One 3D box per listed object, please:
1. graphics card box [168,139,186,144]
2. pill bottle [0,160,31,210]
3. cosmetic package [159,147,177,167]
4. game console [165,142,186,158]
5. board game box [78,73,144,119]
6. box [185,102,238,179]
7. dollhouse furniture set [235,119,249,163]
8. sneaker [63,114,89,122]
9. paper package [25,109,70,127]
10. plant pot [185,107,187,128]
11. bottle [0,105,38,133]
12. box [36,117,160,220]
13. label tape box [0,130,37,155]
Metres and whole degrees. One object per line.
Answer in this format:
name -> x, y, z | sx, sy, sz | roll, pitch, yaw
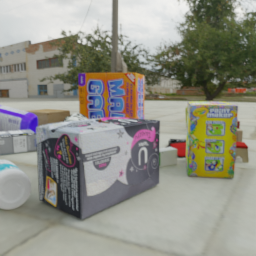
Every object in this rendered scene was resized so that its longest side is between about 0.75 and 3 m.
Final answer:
graphics card box -> 2.010, 0.577, 10.825 | 0.858, 0.218, 0.538 | 3, 9, 15
pill bottle -> -2.468, 1.059, 5.555 | 0.735, 0.735, 1.327 | -6, 9, -35
cosmetic package -> 0.977, 0.841, 8.079 | 0.865, 0.466, 0.367 | -6, 10, -30
game console -> 1.845, 0.816, 9.542 | 1.110, 0.659, 0.956 | -4, 40, -25
board game box -> -0.770, -1.408, 15.119 | 2.927, 2.927, 2.929 | 2, 8, 11
box -> 2.178, 0.216, 7.654 | 1.143, 1.805, 1.874 | 1, 9, 10
dollhouse furniture set -> 3.196, 0.322, 9.607 | 1.393, 1.053, 2.589 | 2, 8, 13
sneaker -> -2.386, -0.083, 11.858 | 1.319, 1.105, 2.981 | 6, 3, -35
paper package -> -4.463, -0.490, 15.635 | 1.927, 0.997, 1.836 | 4, 9, 31
plant pot -> 3.849, -0.545, 14.864 | 1.402, 1.409, 1.279 | -5, 2, -34
bottle -> -5.292, -0.314, 11.703 | 2.919, 1.219, 0.953 | 13, 24, 7
box -> -0.490, 0.610, 5.775 | 1.342, 1.546, 2.340 | 7, 10, 39
label tape box -> -3.760, 0.460, 10.188 | 1.976, 0.626, 1.425 | -5, 9, -30
